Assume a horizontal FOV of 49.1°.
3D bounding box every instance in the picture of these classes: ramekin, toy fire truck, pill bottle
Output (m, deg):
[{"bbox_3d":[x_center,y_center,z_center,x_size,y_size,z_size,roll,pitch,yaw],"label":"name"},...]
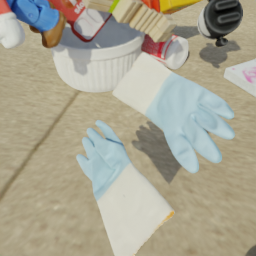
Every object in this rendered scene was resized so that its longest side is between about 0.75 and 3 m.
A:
[{"bbox_3d":[-0.962,-2.352,8.715,2.898,1.521,2.898,0,40,0],"label":"ramekin"},{"bbox_3d":[-1.047,-3.938,7.229,2.751,2.310,1.543,-50,18,1],"label":"toy fire truck"},{"bbox_3d":[1.032,-2.783,9.579,1.854,1.041,1.041,31,50,30],"label":"pill bottle"}]

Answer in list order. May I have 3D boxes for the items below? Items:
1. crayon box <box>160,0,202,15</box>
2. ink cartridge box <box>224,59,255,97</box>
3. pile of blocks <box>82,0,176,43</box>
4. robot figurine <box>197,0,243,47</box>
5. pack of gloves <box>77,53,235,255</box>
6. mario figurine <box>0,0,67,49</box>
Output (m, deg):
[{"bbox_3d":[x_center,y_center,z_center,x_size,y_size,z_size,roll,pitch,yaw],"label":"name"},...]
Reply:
[{"bbox_3d":[1.254,-3.923,8.777,1.434,0.574,2.259,-26,16,-30],"label":"crayon box"},{"bbox_3d":[4.253,-1.531,8.646,1.771,0.391,1.804,-19,43,-22],"label":"ink cartridge box"},{"bbox_3d":[0.132,-2.950,6.524,2.637,0.819,1.082,17,50,-29],"label":"pile of blocks"},{"bbox_3d":[2.152,-2.604,6.689,0.887,1.069,1.422,27,8,-2],"label":"robot figurine"},{"bbox_3d":[0.191,0.182,3.207,0.403,1.715,2.041,30,12,-35],"label":"pack of gloves"},{"bbox_3d":[-2.766,-2.253,5.076,1.840,1.580,2.982,3,-8,44],"label":"mario figurine"}]
